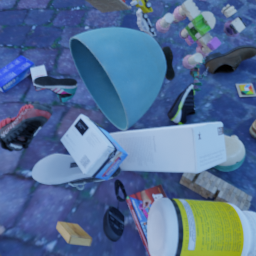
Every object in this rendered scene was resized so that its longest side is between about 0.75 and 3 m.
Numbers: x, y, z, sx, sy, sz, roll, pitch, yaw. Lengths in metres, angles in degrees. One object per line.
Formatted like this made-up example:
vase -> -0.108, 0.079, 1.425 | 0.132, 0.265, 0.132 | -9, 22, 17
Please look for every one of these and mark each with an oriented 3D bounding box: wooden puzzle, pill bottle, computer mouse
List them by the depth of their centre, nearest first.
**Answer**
computer mouse -> -0.325, 1.894, 6.594 | 0.550, 0.319, 1.875 | 44, 21, -15
pill bottle -> 2.092, 2.789, 7.473 | 2.896, 1.628, 1.628 | 7, 53, -13
wooden puzzle -> -0.889, -4.910, 10.673 | 1.516, 1.637, 0.379 | 12, 92, 38
wooden puzzle -> 4.960, -1.604, 11.780 | 0.704, 0.142, 0.761 | -3, 54, -1

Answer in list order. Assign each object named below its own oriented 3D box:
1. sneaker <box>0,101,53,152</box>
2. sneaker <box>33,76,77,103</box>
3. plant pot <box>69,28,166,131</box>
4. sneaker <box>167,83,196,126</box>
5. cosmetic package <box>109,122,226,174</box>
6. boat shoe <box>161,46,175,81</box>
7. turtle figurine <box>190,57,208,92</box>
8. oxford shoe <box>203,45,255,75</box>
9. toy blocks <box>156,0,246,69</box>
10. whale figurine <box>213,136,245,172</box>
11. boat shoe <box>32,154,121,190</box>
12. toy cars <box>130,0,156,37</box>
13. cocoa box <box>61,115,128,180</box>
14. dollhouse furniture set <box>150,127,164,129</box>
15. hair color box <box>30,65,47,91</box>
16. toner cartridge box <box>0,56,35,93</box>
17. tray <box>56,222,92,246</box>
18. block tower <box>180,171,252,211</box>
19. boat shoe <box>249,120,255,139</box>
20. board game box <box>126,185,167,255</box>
sneaker -> -2.163, 0.035, 5.847 | 1.694, 0.599, 0.828 | -23, 55, 35
sneaker -> -2.396, -1.259, 9.359 | 1.407, 0.849, 0.588 | 5, 48, -4
plant pot -> -0.072, -1.651, 8.069 | 1.958, 2.907, 2.907 | -32, 60, -15
sneaker -> 2.283, -0.863, 11.038 | 0.879, 0.761, 2.122 | 37, 61, -2
cosmetic package -> 0.785, 0.492, 6.901 | 2.775, 1.027, 1.411 | -4, 2, 44
boat shoe -> 1.336, -2.229, 9.749 | 0.441, 1.167, 0.431 | -8, 12, -3
turtle figurine -> 2.447, -1.921, 9.791 | 0.590, 0.877, 1.171 | 0, 67, 25
oxford shoe -> 4.623, -2.891, 12.336 | 2.467, 0.896, 1.041 | -19, 62, -2
toy blocks -> 2.086, -3.044, 8.774 | 1.971, 1.659, 1.842 | -39, 97, -4
whale figurine -> 3.158, 0.774, 9.716 | 1.502, 0.979, 1.887 | -26, 34, -10
boat shoe -> -1.282, 1.073, 6.984 | 2.248, 0.768, 0.830 | -14, 48, 13
toy cars -> 0.508, -4.535, 11.081 | 0.567, 2.562, 1.149 | -34, 66, -3
cocoa box -> -0.729, 0.419, 5.995 | 0.775, 0.762, 1.162 | -50, 53, 6
dollhouse furniture set -> 0.906, 0.785, 9.843 | 1.403, 0.730, 1.418 | -5, 54, -18
hair color box -> -3.789, -2.150, 12.046 | 0.620, 0.357, 1.118 | -15, 54, -12
toner cartridge box -> -5.000, -2.348, 12.161 | 0.865, 0.393, 1.821 | 32, 61, 20
tray -> -0.981, 1.880, 5.013 | 0.403, 0.817, 0.151 | 19, 82, -27
block tower -> 2.781, 1.988, 8.886 | 2.194, 0.634, 0.593 | 29, 60, 18
boat shoe -> 5.703, -0.443, 10.315 | 2.673, 0.987, 1.011 | -28, 48, -17
board game box -> 0.928, 2.975, 8.406 | 1.241, 0.234, 2.411 | -17, 56, -13
